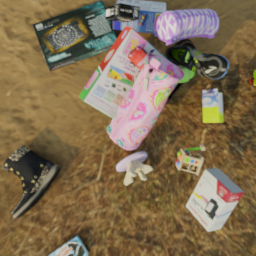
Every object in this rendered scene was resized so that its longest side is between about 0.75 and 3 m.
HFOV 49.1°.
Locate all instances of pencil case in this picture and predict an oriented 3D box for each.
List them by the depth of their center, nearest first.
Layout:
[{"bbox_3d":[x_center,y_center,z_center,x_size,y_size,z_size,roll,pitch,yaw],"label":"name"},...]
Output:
[{"bbox_3d":[0.409,-0.703,8.001,1.237,1.237,2.830,34,121,5],"label":"pencil case"},{"bbox_3d":[1.917,-3.224,8.863,2.260,0.948,0.966,-21,91,-33],"label":"pencil case"}]

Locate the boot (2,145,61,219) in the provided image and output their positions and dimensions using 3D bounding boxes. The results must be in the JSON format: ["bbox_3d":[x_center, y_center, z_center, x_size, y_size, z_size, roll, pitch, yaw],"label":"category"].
[{"bbox_3d":[-3.462,1.718,9.253,1.582,0.769,2.100,36,79,5],"label":"boot"}]

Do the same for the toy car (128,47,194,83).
[{"bbox_3d":[1.199,-1.558,8.747,2.102,0.498,2.233,-18,118,-10],"label":"toy car"}]

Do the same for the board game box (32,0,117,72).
[{"bbox_3d":[-1.908,-3.383,10.299,2.738,0.386,1.852,-20,81,-4],"label":"board game box"}]

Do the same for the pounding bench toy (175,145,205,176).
[{"bbox_3d":[1.577,0.727,7.171,0.592,0.471,0.758,16,99,-1],"label":"pounding bench toy"}]

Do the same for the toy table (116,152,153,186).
[{"bbox_3d":[0.212,1.346,9.161,1.159,1.066,0.679,-40,56,26],"label":"toy table"}]

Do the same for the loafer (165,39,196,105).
[{"bbox_3d":[1.692,-1.849,9.629,0.951,0.930,2.606,27,88,-26],"label":"loafer"}]

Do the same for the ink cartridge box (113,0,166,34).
[{"bbox_3d":[0.254,-3.959,9.839,2.088,0.797,1.424,8,36,1],"label":"ink cartridge box"}]

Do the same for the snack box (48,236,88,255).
[{"bbox_3d":[-1.981,4.162,9.130,1.189,0.220,0.690,-34,82,-5],"label":"snack box"}]

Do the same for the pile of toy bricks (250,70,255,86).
[{"bbox_3d":[4.926,-1.771,9.751,1.271,1.429,2.575,2,91,39],"label":"pile of toy bricks"}]

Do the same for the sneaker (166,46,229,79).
[{"bbox_3d":[1.877,-1.864,7.902,1.976,0.819,0.700,31,118,36],"label":"sneaker"}]

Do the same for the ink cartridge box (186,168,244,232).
[{"bbox_3d":[2.324,1.963,7.665,0.571,1.006,1.380,3,119,-35],"label":"ink cartridge box"}]

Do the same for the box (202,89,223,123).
[{"bbox_3d":[2.885,-0.742,9.593,0.270,0.690,1.131,-5,93,-36],"label":"box"}]

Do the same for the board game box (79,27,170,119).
[{"bbox_3d":[-0.020,-1.517,8.933,1.986,0.523,2.595,32,96,-32],"label":"board game box"}]

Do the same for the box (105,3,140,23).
[{"bbox_3d":[-0.186,-3.514,8.606,0.726,0.887,0.382,-5,104,-32],"label":"box"}]
